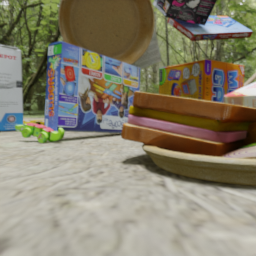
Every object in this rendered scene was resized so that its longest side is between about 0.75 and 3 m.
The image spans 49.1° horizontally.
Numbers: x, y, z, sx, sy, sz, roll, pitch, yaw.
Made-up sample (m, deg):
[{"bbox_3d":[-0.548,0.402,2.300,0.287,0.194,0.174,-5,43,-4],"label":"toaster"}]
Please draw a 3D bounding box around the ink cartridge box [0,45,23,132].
[{"bbox_3d":[-4.243,-1.155,8.347,1.074,2.550,1.844,3,4,38],"label":"ink cartridge box"}]

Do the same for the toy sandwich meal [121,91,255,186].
[{"bbox_3d":[1.203,-0.006,3.215,2.461,0.843,2.461,0,3,0],"label":"toy sandwich meal"}]

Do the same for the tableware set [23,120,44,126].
[{"bbox_3d":[-3.563,-0.107,10.537,1.277,0.291,1.895,-6,8,-40],"label":"tableware set"}]

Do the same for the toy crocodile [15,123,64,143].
[{"bbox_3d":[-1.785,0.072,5.609,1.095,0.338,0.370,14,8,23],"label":"toy crocodile"}]

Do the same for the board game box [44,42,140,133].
[{"bbox_3d":[-0.703,-0.785,6.724,0.465,1.825,2.696,2,-1,39],"label":"board game box"}]

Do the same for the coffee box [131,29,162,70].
[{"bbox_3d":[-0.294,-2.990,9.659,1.966,1.944,1.963,-24,29,-10],"label":"coffee box"}]

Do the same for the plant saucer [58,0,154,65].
[{"bbox_3d":[-0.607,-3.049,8.094,2.765,2.765,0.490,-1,17,-16],"label":"plant saucer"}]

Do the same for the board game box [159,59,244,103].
[{"bbox_3d":[2.987,-1.298,11.581,2.460,2.461,2.459,-2,4,-35],"label":"board game box"}]

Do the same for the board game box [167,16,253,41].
[{"bbox_3d":[2.867,-3.495,9.733,2.758,0.268,1.420,-12,48,-27],"label":"board game box"}]

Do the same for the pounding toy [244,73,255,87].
[{"bbox_3d":[5.442,-0.903,13.322,2.252,1.354,2.917,-31,-26,-17],"label":"pounding toy"}]

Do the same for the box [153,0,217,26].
[{"bbox_3d":[1.779,-3.990,8.827,1.588,0.911,1.049,1,43,-27],"label":"box"}]

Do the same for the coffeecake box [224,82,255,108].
[{"bbox_3d":[3.715,-0.433,5.571,2.769,1.012,2.125,3,18,45],"label":"coffeecake box"}]
